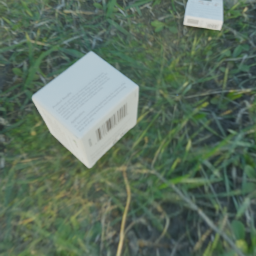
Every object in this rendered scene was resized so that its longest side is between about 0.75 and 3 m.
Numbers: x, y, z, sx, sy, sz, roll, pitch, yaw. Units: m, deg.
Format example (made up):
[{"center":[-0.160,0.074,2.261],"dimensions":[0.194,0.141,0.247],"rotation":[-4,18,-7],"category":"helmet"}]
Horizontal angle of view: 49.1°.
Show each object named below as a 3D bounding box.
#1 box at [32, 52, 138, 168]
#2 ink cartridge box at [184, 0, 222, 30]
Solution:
[{"center":[-1.187,-0.493,8.660],"dimensions":[2.010,2.347,2.335],"rotation":[39,68,17],"category":"box"},{"center":[3.297,-5.053,12.226],"dimensions":[1.565,0.487,1.944],"rotation":[11,49,6],"category":"ink cartridge box"}]
